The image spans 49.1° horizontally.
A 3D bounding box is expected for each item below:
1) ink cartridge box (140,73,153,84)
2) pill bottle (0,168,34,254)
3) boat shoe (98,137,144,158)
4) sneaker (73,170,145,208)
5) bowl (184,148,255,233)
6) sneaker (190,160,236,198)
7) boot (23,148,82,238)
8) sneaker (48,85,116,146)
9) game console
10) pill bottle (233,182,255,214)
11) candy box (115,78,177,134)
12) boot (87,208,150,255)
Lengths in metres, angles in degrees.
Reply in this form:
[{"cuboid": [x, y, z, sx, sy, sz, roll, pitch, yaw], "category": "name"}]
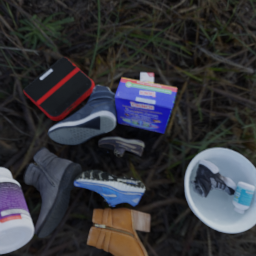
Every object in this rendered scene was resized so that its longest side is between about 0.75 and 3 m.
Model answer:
[{"cuboid": [0.762, -1.774, 11.514, 0.553, 0.320, 0.949, 2, 70, 1], "category": "ink cartridge box"}, {"cuboid": [-4.026, 2.518, 8.950, 1.403, 1.403, 2.518, -29, 50, -10], "category": "pill bottle"}, {"cuboid": [-0.272, 0.744, 10.395, 1.729, 0.644, 0.634, 5, 66, 3], "category": "boat shoe"}, {"cuboid": [-0.708, 2.171, 9.532, 2.420, 0.950, 1.079, 14, 101, -1], "category": "sneaker"}, {"cuboid": [3.019, 2.153, 9.458, 2.730, 1.227, 2.730, 4, 66, -9], "category": "bowl"}, {"cuboid": [2.828, 1.966, 9.422, 1.871, 0.706, 1.065, 41, 79, -21], "category": "sneaker"}, {"cuboid": [-2.947, 2.211, 9.832, 1.815, 0.962, 2.757, 18, 72, 18], "category": "boot"}, {"cuboid": [-1.626, -0.510, 10.700, 2.831, 1.076, 2.046, -16, 42, 21], "category": "sneaker"}, {"cuboid": [-2.776, -1.609, 11.462, 2.057, 0.361, 2.326, 41, 74, 16], "category": "game console"}, {"cuboid": [3.803, 2.324, 9.291, 0.531, 0.531, 0.959, 16, 91, 6], "category": "pill bottle"}, {"cuboid": [0.583, -0.736, 10.080, 1.915, 2.265, 0.873, 13, 70, 5], "category": "candy box"}, {"cuboid": [-0.359, 3.893, 9.067, 1.985, 0.945, 2.566, 7, 56, -1], "category": "boot"}]
